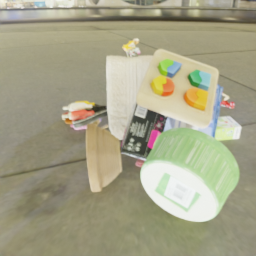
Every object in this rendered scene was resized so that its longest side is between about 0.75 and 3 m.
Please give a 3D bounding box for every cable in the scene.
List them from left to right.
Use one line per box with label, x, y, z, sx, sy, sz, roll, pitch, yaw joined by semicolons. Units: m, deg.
cable;-0.946;-0.706;9.952;2.891;0.727;1.404;-13;28;9

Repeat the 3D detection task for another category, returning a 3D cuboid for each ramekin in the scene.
ramekin;1.186;1.025;5.803;1.913;1.913;0.934;17;45;28

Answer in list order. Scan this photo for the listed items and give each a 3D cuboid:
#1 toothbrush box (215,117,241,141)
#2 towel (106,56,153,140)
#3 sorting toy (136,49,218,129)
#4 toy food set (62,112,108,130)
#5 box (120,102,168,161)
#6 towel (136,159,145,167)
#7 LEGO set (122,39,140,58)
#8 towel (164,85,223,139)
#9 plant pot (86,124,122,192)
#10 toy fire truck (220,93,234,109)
toothbrush box;3.436;0.023;10.560;1.232;0.531;0.897;-3;29;-9
towel;0.243;-0.995;9.529;1.907;2.878;0.496;-3;18;-8
sorting toy;1.521;-1.265;8.104;2.122;0.418;2.293;20;56;2
toy food set;-1.934;-0.377;11.489;2.198;0.346;1.397;22;36;35
box;0.445;0.110;8.414;1.068;1.616;0.927;18;-9;-5
towel;1.063;0.812;9.374;1.223;0.193;1.697;2;27;19
LEGO set;0.152;-2.979;10.815;0.635;0.513;1.379;-13;30;9
towel;1.788;-0.645;9.845;2.921;2.146;0.348;17;18;42
plant pot;-0.634;0.791;7.712;0.855;1.852;1.852;-4;29;-4
toy fire truck;4.492;-1.283;12.901;0.862;0.608;0.210;23;37;37
